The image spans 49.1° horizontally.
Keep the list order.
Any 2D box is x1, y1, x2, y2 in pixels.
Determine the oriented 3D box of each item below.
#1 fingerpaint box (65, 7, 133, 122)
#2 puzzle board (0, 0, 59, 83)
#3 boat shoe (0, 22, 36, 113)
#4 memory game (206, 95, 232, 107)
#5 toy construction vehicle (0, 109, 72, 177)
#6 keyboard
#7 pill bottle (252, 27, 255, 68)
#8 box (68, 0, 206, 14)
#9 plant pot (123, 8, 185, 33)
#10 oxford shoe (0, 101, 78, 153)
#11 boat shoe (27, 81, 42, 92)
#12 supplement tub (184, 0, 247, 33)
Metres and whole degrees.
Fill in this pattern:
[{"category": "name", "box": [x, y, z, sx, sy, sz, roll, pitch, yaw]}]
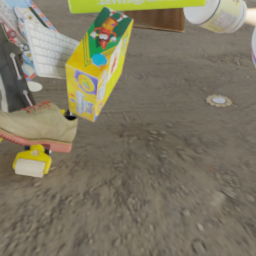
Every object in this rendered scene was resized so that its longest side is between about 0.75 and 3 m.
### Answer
[{"category": "fingerpaint box", "box": [-0.508, -0.982, 4.688, 0.547, 1.491, 1.244, 25, 67, 1]}, {"category": "puzzle board", "box": [-3.319, -2.569, 7.221, 2.232, 2.962, 0.258, -45, 33, -6]}, {"category": "boat shoe", "box": [-2.406, -1.086, 6.058, 0.772, 0.906, 2.709, -12, 79, -18]}, {"category": "memory game", "box": [3.203, -0.953, 9.907, 0.872, 0.056, 0.872, -1, 33, 0]}, {"category": "toy construction vehicle", "box": [-2.748, 0.402, 7.267, 2.299, 0.930, 2.641, 8, 35, -9]}, {"category": "keyboard", "box": [-0.984, -1.245, 5.117, 0.148, 0.779, 2.768, -17, 2, 16]}, {"category": "pill bottle", "box": [3.661, -1.827, 6.534, 1.410, 1.410, 2.530, 16, 10, 23]}, {"category": "box", "box": [-0.006, -2.794, 5.107, 2.656, 0.633, 1.620, -2, 51, 3]}, {"category": "plant pot", "box": [0.940, -4.407, 9.084, 2.158, 2.309, 2.158, 6, 19, -2]}, {"category": "oxford shoe", "box": [-1.541, -0.134, 4.417, 0.722, 0.767, 2.050, 22, -1, 24]}, {"category": "boat shoe", "box": [-3.756, -1.641, 10.648, 1.107, 0.403, 0.342, 2, 37, 13]}, {"category": "supplement tub", "box": [2.224, -3.003, 7.082, 1.412, 1.024, 1.024, 3, 27, -36]}]
